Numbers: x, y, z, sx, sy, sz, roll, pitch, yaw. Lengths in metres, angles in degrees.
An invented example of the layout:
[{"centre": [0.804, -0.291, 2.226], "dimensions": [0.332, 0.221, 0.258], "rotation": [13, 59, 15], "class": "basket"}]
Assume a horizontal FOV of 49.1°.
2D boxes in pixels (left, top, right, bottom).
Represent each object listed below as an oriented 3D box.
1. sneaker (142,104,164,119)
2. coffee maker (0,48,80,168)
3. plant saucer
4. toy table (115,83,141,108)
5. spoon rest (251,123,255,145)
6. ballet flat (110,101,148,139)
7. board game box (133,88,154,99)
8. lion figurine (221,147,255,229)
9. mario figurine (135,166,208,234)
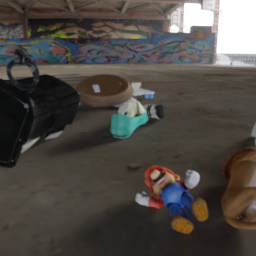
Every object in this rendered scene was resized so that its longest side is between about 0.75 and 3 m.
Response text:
[{"centre": [0.935, -0.663, 11.544], "dimensions": [0.728, 0.610, 1.646], "rotation": [-5, 8, -17], "class": "sneaker"}, {"centre": [-2.461, -0.587, 7.554], "dimensions": [2.730, 1.914, 2.842], "rotation": [-38, 4, 19], "class": "coffee maker"}, {"centre": [-1.133, -1.868, 13.219], "dimensions": [2.800, 0.412, 2.800], "rotation": [1, 36, -1], "class": "plant saucer"}, {"centre": [-0.189, -1.735, 14.240], "dimensions": [1.687, 1.074, 1.835], "rotation": [-5, 16, -8], "class": "toy table"}, {"centre": [4.098, 0.275, 7.718], "dimensions": [1.482, 0.904, 2.984], "rotation": [3, 16, 8], "class": "spoon rest"}, {"centre": [0.141, -0.466, 10.065], "dimensions": [0.943, 0.986, 2.801], "rotation": [8, 18, 16], "class": "ballet flat"}, {"centre": [-0.465, -2.029, 16.521], "dimensions": [2.960, 0.383, 2.959], "rotation": [-9, 19, -27], "class": "board game box"}, {"centre": [2.150, 1.034, 4.982], "dimensions": [1.576, 0.933, 2.574], "rotation": [-31, 1, 40], "class": "lion figurine"}, {"centre": [0.680, 1.106, 5.002], "dimensions": [0.973, 0.835, 1.576], "rotation": [-6, 19, -17], "class": "mario figurine"}]
